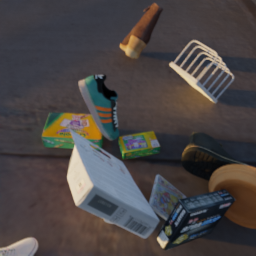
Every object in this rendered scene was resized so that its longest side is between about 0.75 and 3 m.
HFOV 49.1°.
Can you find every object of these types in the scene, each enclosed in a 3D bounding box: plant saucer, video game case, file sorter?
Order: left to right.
[{"bbox_3d":[1.076,1.963,7.462,1.134,0.130,1.032,40,42,-16],"label":"video game case"},{"bbox_3d":[2.855,-2.114,10.554,1.289,2.071,1.437,-52,53,12],"label":"file sorter"},{"bbox_3d":[2.885,1.784,6.913,1.932,1.932,0.362,27,44,24],"label":"plant saucer"}]

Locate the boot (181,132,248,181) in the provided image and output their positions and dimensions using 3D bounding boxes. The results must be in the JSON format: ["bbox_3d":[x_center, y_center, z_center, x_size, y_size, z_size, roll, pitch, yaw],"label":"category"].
[{"bbox_3d":[3.030,1.044,8.438,2.773,1.074,1.918,32,25,3],"label":"boot"}]

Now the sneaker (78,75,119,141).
[{"bbox_3d":[-0.649,-0.591,8.743,0.917,2.296,0.819,-19,34,9],"label":"sneaker"}]

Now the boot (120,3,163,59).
[{"bbox_3d":[0.657,-4.296,12.458,1.023,2.352,2.827,30,17,-14],"label":"boot"}]

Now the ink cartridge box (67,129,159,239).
[{"bbox_3d":[-0.571,1.282,6.860,0.741,2.112,2.598,-52,32,2],"label":"ink cartridge box"}]

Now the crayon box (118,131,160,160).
[{"bbox_3d":[0.355,0.567,9.275,1.239,0.361,0.736,-9,45,-11],"label":"crayon box"}]

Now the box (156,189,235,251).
[{"bbox_3d":[1.600,2.147,6.626,1.673,1.329,0.385,0,36,-36],"label":"box"}]

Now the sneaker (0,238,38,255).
[{"bbox_3d":[-2.921,3.078,6.626,1.545,0.547,0.564,-26,50,-24],"label":"sneaker"}]

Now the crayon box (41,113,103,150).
[{"bbox_3d":[-1.807,0.105,9.569,1.957,0.570,1.162,3,46,1],"label":"crayon box"}]

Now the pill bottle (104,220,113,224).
[{"bbox_3d":[-0.327,1.934,7.635,0.681,0.681,1.202,2,54,2],"label":"pill bottle"}]
